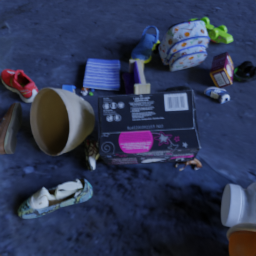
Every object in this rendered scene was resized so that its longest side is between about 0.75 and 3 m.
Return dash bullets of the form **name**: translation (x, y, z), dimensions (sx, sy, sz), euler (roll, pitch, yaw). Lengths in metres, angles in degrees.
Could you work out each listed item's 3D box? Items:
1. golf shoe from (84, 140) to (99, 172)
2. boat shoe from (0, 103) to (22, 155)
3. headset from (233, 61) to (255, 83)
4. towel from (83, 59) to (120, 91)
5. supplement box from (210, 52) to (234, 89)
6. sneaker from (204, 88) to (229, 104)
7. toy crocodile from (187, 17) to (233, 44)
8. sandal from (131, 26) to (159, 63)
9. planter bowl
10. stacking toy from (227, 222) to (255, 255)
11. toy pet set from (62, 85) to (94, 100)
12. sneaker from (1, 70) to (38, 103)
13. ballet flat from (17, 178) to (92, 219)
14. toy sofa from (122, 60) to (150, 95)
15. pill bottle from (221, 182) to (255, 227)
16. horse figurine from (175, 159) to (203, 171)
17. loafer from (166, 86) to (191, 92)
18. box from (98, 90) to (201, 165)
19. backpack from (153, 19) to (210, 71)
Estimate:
- **golf shoe**: translation (-1.136, 0.858, 9.170), dimensions (0.555, 0.487, 1.260), euler (-2, 45, -11)
- **boat shoe**: translation (-4.290, -0.078, 9.847), dimensions (0.776, 0.821, 2.283), euler (-2, 45, -4)
- **headset**: translation (5.529, -2.502, 12.592), dimensions (1.699, 0.798, 1.049), euler (-27, 46, -5)
- **towel**: translation (-1.133, -2.438, 12.466), dimensions (1.586, 0.261, 2.191), euler (4, 43, -6)
- **supplement box**: translation (4.089, -2.512, 12.153), dimensions (0.646, 0.832, 1.507), euler (-16, 34, 36)
- **sneaker**: translation (3.626, -1.293, 11.377), dimensions (0.950, 0.383, 0.696), euler (4, 40, -4)
- **toy crocodile**: translation (4.322, -5.205, 15.091), dimensions (0.948, 0.867, 2.808), euler (-33, 58, -32)
- **sandal**: translation (0.845, -4.113, 13.708), dimensions (1.036, 1.135, 2.607), euler (15, 48, 12)
- **planter bowl**: translation (-2.051, -0.272, 9.358), dimensions (2.168, 2.168, 1.459), euler (36, 29, 31)
- **stacking toy**: translation (2.690, 3.561, 5.594), dimensions (2.048, 2.048, 2.803), euler (21, 58, 20)
- **toy pet set**: translation (-2.055, -1.500, 11.419), dimensions (1.100, 0.626, 1.178), euler (4, 44, 4)
- **sneaker**: translation (-4.504, -2.006, 11.640), dimensions (2.413, 1.025, 0.929), euler (33, 53, 28)
- **ballet flat**: translation (-2.092, 1.910, 7.920), dimensions (2.144, 0.796, 0.796), euler (-17, 47, -16)
- **toy sofa**: translation (0.295, -2.026, 11.811), dimensions (0.970, 0.823, 1.988), euler (-3, 45, -4)
- **pill bottle**: translation (3.831, 2.194, 7.083), dimensions (2.667, 1.494, 1.494), euler (9, 46, 10)
- **horse figurine**: translation (1.807, 0.947, 9.200), dimensions (0.785, 0.296, 1.185), euler (-22, 51, -10)
- **loafer**: translation (2.077, -1.577, 11.640), dimensions (1.017, 0.345, 0.357), euler (-2, 8, 7)
- **box**: translation (0.594, 0.052, 8.607), dimensions (2.829, 1.623, 1.869), euler (-4, 70, 3)
- **backpack**: translation (2.481, -3.641, 12.343), dimensions (2.325, 2.214, 1.791), euler (-19, 73, -6)
